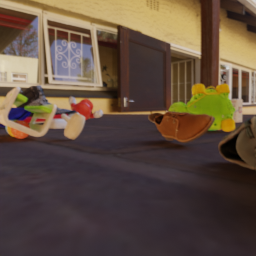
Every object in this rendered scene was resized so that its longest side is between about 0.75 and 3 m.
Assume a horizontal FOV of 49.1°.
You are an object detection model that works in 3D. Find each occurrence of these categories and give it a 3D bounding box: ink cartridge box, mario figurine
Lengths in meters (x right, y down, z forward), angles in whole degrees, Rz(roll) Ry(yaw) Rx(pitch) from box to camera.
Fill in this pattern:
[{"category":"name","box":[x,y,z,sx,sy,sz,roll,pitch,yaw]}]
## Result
[{"category":"ink cartridge box","box":[5.023,-0.833,13.472,0.466,1.100,0.795,-2,4,-34]},{"category":"mario figurine","box":[-2.368,-1.138,15.493,1.686,1.447,2.731,-10,2,-12]}]

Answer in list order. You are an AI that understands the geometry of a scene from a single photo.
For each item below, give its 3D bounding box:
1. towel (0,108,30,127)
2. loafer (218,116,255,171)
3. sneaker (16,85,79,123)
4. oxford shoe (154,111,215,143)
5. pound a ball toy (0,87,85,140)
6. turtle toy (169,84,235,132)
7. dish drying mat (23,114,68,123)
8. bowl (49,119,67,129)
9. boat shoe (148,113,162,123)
[{"category":"towel","box":[-3.969,-0.324,9.197,1.387,0.344,1.024,5,34,32]},{"category":"loafer","box":[1.085,0.185,2.178,0.565,0.645,1.796,-21,-7,11]},{"category":"sneaker","box":[-3.565,-1.024,12.152,2.878,1.638,1.086,0,4,4]},{"category":"oxford shoe","box":[0.840,-0.070,4.613,0.490,0.490,1.375,44,-21,-16]},{"category":"pound a ball toy","box":[-1.911,-0.115,5.752,1.344,0.876,2.061,27,-10,-28]},{"category":"turtle toy","box":[1.996,-0.452,7.565,1.793,1.307,0.906,0,-16,-3]},{"category":"dish drying mat","box":[-3.538,-0.302,10.505,2.407,0.219,0.924,-6,1,-27]},{"category":"bowl","box":[-2.225,-0.137,8.915,0.771,0.288,0.770,-5,5,-43]},{"category":"boat shoe","box":[1.421,-0.356,11.780,1.255,0.463,0.464,6,-10,-11]}]
